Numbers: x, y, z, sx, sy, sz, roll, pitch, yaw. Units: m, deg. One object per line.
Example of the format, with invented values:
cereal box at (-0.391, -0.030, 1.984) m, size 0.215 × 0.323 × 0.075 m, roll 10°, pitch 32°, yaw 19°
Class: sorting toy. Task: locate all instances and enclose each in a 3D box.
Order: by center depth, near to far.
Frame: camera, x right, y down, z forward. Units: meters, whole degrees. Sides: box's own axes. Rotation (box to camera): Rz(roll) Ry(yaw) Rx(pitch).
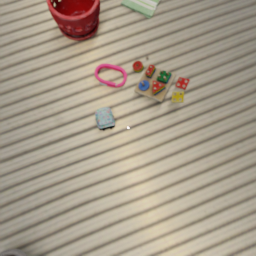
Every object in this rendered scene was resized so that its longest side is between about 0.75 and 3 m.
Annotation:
sorting toy at (1.137, -1.879, 11.453) m, size 2.762 × 0.467 × 1.332 m, roll 24°, pitch 79°, yaw 24°

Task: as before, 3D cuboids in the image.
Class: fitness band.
fitness band at (-0.753, -2.260, 12.020) m, size 1.408 × 0.264 × 1.011 m, roll 15°, pitch 67°, yaw -1°

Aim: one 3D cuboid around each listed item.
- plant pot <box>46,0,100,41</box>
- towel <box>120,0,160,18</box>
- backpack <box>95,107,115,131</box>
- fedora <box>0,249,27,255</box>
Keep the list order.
plant pot at (-2.197, -4.957, 11.979) m, size 2.138 × 1.947 × 2.138 m, roll 0°, pitch 74°, yaw 1°
towel at (0.852, -6.316, 13.267) m, size 1.600 × 0.245 × 2.097 m, roll 29°, pitch 77°, yaw 8°
backpack at (-0.960, -0.405, 11.401) m, size 0.779 × 0.661 × 0.877 m, roll -13°, pitch 69°, yaw -4°
fedora at (-4.032, 5.212, 9.657) m, size 1.749 × 0.893 × 1.977 m, roll 1°, pitch 73°, yaw 0°
